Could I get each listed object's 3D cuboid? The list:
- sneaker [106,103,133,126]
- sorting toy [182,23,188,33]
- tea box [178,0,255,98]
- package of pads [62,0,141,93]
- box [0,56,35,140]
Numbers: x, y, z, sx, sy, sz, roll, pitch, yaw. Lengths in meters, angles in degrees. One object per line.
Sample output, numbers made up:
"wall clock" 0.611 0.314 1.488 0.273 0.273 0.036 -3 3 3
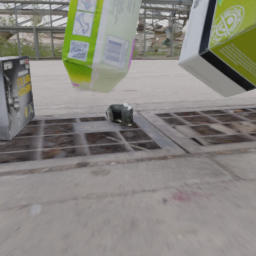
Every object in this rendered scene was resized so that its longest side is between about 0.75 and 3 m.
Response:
"sneaker" -0.259 -0.380 8.022 0.740 0.544 1.636 -4 13 -5
"sorting toy" 2.953 -3.375 8.521 1.396 2.352 2.613 37 17 -53
"tea box" 2.418 -2.117 5.283 1.528 2.286 2.249 27 -24 -27
"package of pads" -0.316 -1.364 3.537 0.721 1.634 2.115 10 1 -10
"box" -3.106 -0.909 7.401 0.569 1.864 2.354 -2 16 -4
